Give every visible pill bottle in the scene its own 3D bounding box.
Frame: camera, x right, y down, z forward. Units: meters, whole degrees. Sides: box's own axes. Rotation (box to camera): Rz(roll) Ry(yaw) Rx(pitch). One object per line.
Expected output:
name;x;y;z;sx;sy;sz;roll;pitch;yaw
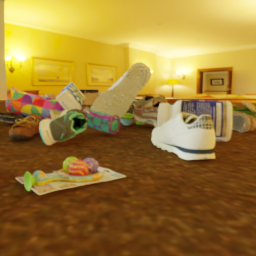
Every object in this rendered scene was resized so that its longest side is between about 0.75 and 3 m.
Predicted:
pill bottle;1.803;-0.209;7.677;1.895;1.096;1.096;2;8;13

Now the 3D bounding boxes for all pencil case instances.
pencil case;-3.609;-0.888;11.033;2.321;1.026;1.026;16;7;-4
pencil case;-0.880;-0.234;8.596;1.357;0.627;0.577;15;57;36

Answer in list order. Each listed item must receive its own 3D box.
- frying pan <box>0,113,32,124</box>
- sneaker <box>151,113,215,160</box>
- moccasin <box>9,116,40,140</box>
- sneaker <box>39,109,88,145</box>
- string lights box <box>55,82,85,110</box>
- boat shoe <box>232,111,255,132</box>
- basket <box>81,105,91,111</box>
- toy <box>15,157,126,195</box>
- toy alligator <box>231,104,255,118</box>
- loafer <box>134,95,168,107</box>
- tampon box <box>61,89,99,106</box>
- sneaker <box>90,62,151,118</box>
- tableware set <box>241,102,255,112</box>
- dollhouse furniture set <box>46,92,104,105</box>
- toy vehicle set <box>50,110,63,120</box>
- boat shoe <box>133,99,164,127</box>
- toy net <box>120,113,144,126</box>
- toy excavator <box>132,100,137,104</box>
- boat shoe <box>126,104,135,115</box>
frying pan;-4.139;-0.328;10.985;2.557;0.416;1.547;14;10;43
sneaker;1.199;0.088;6.301;0.858;0.904;2.246;-5;7;-21
moccasin;-2.929;-0.034;8.049;0.611;0.644;1.670;2;8;6
sneaker;-1.450;-0.089;7.528;0.957;0.814;2.099;-12;14;16
string lights box;-2.167;-1.121;10.738;0.499;0.870;1.692;-35;18;10
boat shoe;3.777;-0.238;9.707;0.675;0.712;1.881;2;16;-13
basket;-2.177;-0.785;12.592;0.941;0.902;1.264;0;7;-11
toy;-0.843;0.643;4.267;1.455;0.343;0.838;-7;11;-41
toy alligator;4.148;-0.432;10.957;2.937;0.706;0.974;8;35;12
loafer;0.963;-1.182;14.688;2.983;1.006;1.134;1;6;42
tampon box;-2.500;-1.311;14.606;1.847;1.384;1.166;-2;8;-14
sneaker;-0.280;-1.165;10.160;2.782;1.063;1.120;-42;10;-2
tableware set;5.185;-0.581;11.159;1.428;0.198;1.710;44;26;21
dollhouse furniture set;-2.116;-0.930;12.538;2.819;1.248;1.461;-5;9;-25
toy vehicle set;-2.308;-0.299;9.949;0.726;0.155;1.169;7;24;-29
boat shoe;1.028;-0.565;9.945;0.965;0.915;2.547;-1;14;-32
toy net;-0.271;-0.544;11.592;1.110;0.408;2.115;-7;20;-33
toy excavator;1.109;-1.086;16.049;1.457;0.749;1.499;-8;24;-36
boat shoe;-0.591;-1.116;14.948;0.806;0.856;2.384;6;4;-40
